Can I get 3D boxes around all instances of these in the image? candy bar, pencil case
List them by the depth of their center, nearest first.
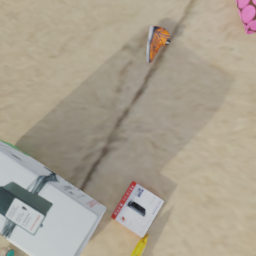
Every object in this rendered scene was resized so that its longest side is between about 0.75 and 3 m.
[{"bbox_3d":[0.018,3.062,6.124,0.185,0.416,1.669,31,75,4],"label":"candy bar"},{"bbox_3d":[3.182,-3.419,7.258,0.810,0.836,1.785,-12,81,-15],"label":"pencil case"}]

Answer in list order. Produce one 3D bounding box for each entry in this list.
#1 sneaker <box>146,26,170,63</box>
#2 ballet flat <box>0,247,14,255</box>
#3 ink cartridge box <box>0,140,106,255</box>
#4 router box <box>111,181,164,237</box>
[{"bbox_3d":[0.795,-2.161,7.242,0.588,0.407,1.050,9,79,3],"label":"sneaker"},{"bbox_3d":[-2.871,3.179,6.279,0.341,0.345,1.015,11,73,23],"label":"ballet flat"},{"bbox_3d":[-1.948,1.417,5.684,2.876,2.108,1.195,33,80,5],"label":"ink cartridge box"},{"bbox_3d":[0.215,1.874,6.537,0.869,0.236,0.968,31,81,6],"label":"router box"}]
